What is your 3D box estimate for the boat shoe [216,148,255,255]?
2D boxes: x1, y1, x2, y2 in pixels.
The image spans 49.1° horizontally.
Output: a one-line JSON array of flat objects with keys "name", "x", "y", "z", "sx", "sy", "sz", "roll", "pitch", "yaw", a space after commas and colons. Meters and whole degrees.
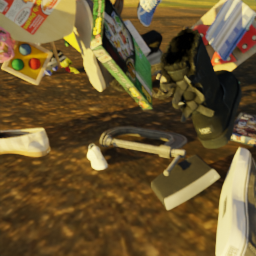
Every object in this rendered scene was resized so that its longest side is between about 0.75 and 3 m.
[{"name": "boat shoe", "x": 2.341, "y": 1.424, "z": 5.317, "sx": 0.945, "sy": 0.997, "sz": 2.852, "roll": 20, "pitch": 32, "yaw": 12}]

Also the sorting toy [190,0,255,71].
[{"name": "sorting toy", "x": 3.081, "y": -2.896, "z": 9.024, "sx": 1.978, "sy": 1.966, "sz": 0.688, "roll": 52, "pitch": 30, "yaw": 2}]

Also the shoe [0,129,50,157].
[{"name": "shoe", "x": -3.385, "y": 0.315, "z": 7.585, "sx": 2.531, "sy": 0.676, "sz": 0.885, "roll": 1, "pitch": 28, "yaw": 2}]

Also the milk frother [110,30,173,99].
[{"name": "milk frother", "x": 0.943, "y": -2.430, "z": 11.867, "sx": 2.692, "sy": 2.429, "sz": 2.532, "roll": 51, "pitch": 41, "yaw": 0}]

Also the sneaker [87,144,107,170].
[{"name": "sneaker", "x": -0.812, "y": 0.711, "z": 7.091, "sx": 0.357, "sy": 0.455, "sz": 0.916, "roll": -16, "pitch": 32, "yaw": -27}]

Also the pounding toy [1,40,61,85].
[{"name": "pounding toy", "x": -2.351, "y": -1.940, "z": 7.408, "sx": 1.340, "sy": 1.525, "sz": 0.698, "roll": 25, "pitch": -1, "yaw": -27}]

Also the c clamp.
[{"name": "c clamp", "x": 0.350, "y": 0.359, "z": 7.407, "sx": 2.737, "sy": 0.371, "sz": 2.338, "roll": 10, "pitch": 21, "yaw": 33}]

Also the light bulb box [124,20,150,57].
[{"name": "light bulb box", "x": -0.142, "y": -2.481, "z": 8.936, "sx": 0.772, "sy": 1.226, "sz": 1.237, "roll": -28, "pitch": 81, "yaw": -32}]

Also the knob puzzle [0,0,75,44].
[{"name": "knob puzzle", "x": -1.795, "y": -2.421, "z": 5.518, "sx": 1.850, "sy": 1.850, "sz": 0.257, "roll": -9, "pitch": 41, "yaw": -16}]

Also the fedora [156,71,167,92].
[{"name": "fedora", "x": 2.072, "y": -1.926, "z": 11.564, "sx": 1.837, "sy": 0.829, "sz": 1.625, "roll": -11, "pitch": 29, "yaw": -11}]

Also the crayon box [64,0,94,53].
[{"name": "crayon box", "x": -1.519, "y": -3.324, "z": 8.305, "sx": 2.742, "sy": 1.741, "sz": 0.696, "roll": 41, "pitch": 57, "yaw": -9}]

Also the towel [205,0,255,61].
[{"name": "towel", "x": 2.760, "y": -2.789, "z": 7.731, "sx": 0.225, "sy": 1.388, "sz": 1.890, "roll": 19, "pitch": 34, "yaw": -15}]

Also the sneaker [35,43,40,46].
[{"name": "sneaker", "x": -3.808, "y": -3.329, "z": 10.812, "sx": 1.678, "sy": 0.628, "sz": 0.836, "roll": -1, "pitch": 52, "yaw": 48}]

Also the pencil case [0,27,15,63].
[{"name": "pencil case", "x": -3.073, "y": -2.300, "z": 6.619, "sx": 0.728, "sy": 0.696, "sz": 1.682, "roll": -19, "pitch": 57, "yaw": 4}]

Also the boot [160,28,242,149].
[{"name": "boot", "x": 1.481, "y": -1.015, "z": 5.550, "sx": 0.907, "sy": 2.009, "sz": 2.452, "roll": -13, "pitch": 36, "yaw": 34}]

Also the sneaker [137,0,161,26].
[{"name": "sneaker", "x": 0.653, "y": -3.704, "z": 8.325, "sx": 0.539, "sy": 1.424, "sz": 0.549, "roll": -26, "pitch": 51, "yaw": -31}]

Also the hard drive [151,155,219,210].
[{"name": "hard drive", "x": 1.182, "y": 1.115, "z": 6.038, "sx": 1.311, "sy": 0.277, "sz": 0.884, "roll": -30, "pitch": 31, "yaw": -6}]

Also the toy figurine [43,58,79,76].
[{"name": "toy figurine", "x": -3.558, "y": -2.806, "z": 13.513, "sx": 1.336, "sy": 1.177, "sz": 2.231, "roll": -45, "pitch": 42, "yaw": -15}]

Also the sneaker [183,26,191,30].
[{"name": "sneaker", "x": 2.873, "y": -3.465, "z": 11.176, "sx": 1.908, "sy": 0.841, "sz": 0.718, "roll": 2, "pitch": 30, "yaw": -23}]

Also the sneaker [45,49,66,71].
[{"name": "sneaker", "x": -2.695, "y": -2.395, "z": 9.717, "sx": 0.563, "sy": 0.368, "sz": 1.007, "roll": 46, "pitch": 50, "yaw": 2}]

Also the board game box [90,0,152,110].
[{"name": "board game box", "x": -0.027, "y": -1.535, "z": 6.246, "sx": 0.303, "sy": 2.585, "sz": 1.354, "roll": -12, "pitch": 63, "yaw": 22}]

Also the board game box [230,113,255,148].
[{"name": "board game box", "x": 3.763, "y": 0.049, "z": 8.497, "sx": 1.076, "sy": 0.275, "sz": 1.588, "roll": 17, "pitch": 32, "yaw": 28}]

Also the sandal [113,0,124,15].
[{"name": "sandal", "x": -0.412, "y": -4.180, "z": 9.701, "sx": 0.748, "sy": 2.622, "sz": 1.041, "roll": -19, "pitch": 36, "yaw": 9}]

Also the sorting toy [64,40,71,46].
[{"name": "sorting toy", "x": -1.962, "y": -3.726, "z": 10.623, "sx": 2.415, "sy": 1.451, "sz": 0.991, "roll": 32, "pitch": 63, "yaw": -18}]

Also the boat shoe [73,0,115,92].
[{"name": "boat shoe", "x": -0.755, "y": -2.140, "z": 7.211, "sx": 0.831, "sy": 2.649, "sz": 0.962, "roll": -35, "pitch": 56, "yaw": -20}]
